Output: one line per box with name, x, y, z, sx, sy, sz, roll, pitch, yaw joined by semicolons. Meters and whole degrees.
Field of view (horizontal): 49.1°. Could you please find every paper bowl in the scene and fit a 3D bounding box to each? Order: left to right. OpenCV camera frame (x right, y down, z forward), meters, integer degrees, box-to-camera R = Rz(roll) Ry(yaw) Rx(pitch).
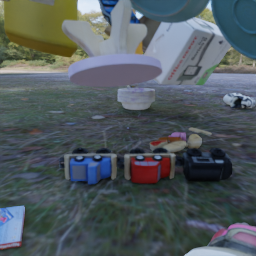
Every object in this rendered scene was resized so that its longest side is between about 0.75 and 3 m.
paper bowl;0.340;-1.207;11.576;1.538;0.800;1.538;0;14;0

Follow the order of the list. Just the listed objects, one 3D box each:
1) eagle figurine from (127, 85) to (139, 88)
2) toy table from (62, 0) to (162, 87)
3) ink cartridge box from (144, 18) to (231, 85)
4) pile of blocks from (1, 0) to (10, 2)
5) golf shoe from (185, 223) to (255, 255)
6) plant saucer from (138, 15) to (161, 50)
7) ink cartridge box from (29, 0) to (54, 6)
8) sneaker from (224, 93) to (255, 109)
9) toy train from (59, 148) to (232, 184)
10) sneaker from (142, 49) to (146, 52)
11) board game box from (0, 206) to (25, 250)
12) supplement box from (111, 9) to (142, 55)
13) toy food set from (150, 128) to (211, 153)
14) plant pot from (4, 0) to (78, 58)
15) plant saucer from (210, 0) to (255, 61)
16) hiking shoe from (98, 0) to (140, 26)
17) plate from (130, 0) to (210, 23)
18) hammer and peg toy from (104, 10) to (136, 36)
eagle figurine;0.085;-2.056;15.737;0.820;0.816;1.081;-38;27;35
toy table;-0.332;-1.669;6.062;2.100;1.230;1.930;-5;-10;-40
ink cartridge box;2.054;-2.587;9.578;2.800;2.037;1.176;-10;50;-45
pile of blocks;-1.569;-2.591;4.080;2.875;1.180;0.893;-20;19;14
golf shoe;1.176;1.296;1.257;1.124;0.886;2.440;-16;12;-37
plant saucer;1.074;-3.560;10.241;1.847;1.847;0.272;6;-17;23
ink cartridge box;-1.964;-3.389;6.489;0.552;0.950;0.319;4;-13;-21
sneaker;4.470;-1.162;11.832;0.953;0.585;1.465;1;21;-34
toy train;0.302;0.654;4.673;2.914;0.497;0.667;0;26;-3
sneaker;1.274;-3.260;11.269;2.186;1.089;0.819;43;29;21
board game box;-1.455;1.166;3.311;0.406;0.077;0.789;-3;14;-16
supplement box;-0.052;-2.751;9.199;0.893;0.864;2.596;-10;52;19
toy food set;1.127;0.349;6.450;1.525;0.240;0.969;-16;19;-26
plant pot;-2.657;-3.469;8.561;1.974;2.239;2.238;0;7;-17
plant saucer;2.967;-2.746;6.650;0.409;2.984;2.984;-37;23;-10
hiking shoe;-0.357;-3.434;7.442;0.772;2.076;0.900;-49;13;-27
plate;0.501;-2.603;4.919;2.016;0.258;2.016;23;-23;10
hammer and peg toy;-0.267;-4.060;11.357;1.039;2.947;2.167;34;22;-13
